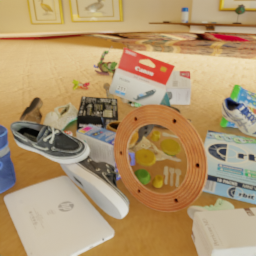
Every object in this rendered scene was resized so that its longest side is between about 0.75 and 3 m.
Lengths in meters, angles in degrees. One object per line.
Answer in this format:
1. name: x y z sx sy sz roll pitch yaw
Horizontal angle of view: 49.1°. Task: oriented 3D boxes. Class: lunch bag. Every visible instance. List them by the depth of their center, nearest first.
1. lunch bag: -4.361 0.679 7.226 2.899 1.918 1.970 15 29 31

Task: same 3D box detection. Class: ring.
1. ring: 0.671 0.704 6.509 2.528 2.528 0.243 19 20 35

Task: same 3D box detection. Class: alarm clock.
1. alarm clock: 0.299 0.093 9.508 1.639 1.106 0.546 -33 62 -20
2. alarm clock: 1.614 -0.402 11.181 1.862 0.620 1.256 13 27 30

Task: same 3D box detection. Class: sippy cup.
1. sippy cup: 4.574 -0.641 10.696 1.621 1.736 2.211 20 64 15

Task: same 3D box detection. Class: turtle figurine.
1. turtle figurine: -1.016 -4.312 18.544 2.302 1.657 2.232 -16 33 -24

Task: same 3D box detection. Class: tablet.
1. tablet: -1.696 1.989 6.485 1.727 0.181 2.654 -16 29 -31

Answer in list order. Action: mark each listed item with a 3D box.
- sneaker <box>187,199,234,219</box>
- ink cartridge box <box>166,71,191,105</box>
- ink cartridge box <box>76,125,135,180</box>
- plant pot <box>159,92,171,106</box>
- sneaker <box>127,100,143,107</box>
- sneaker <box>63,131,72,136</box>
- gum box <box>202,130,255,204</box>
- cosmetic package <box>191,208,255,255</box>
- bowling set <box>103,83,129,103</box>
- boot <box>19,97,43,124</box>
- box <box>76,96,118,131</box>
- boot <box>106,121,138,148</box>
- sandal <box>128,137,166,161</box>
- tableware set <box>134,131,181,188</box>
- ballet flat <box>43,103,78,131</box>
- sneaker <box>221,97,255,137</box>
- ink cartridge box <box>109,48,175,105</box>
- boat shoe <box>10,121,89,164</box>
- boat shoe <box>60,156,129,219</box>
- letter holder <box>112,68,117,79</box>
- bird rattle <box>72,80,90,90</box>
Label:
1. sneaker: 1.905 1.884 6.411 1.104 0.406 0.651 14 32 6
2. ink cartridge box: 1.858 -1.995 13.704 2.342 1.003 1.729 1 40 11
3. ink cartridge box: -0.615 0.712 8.051 1.728 1.179 0.660 19 36 35
4. plant pot: 1.366 -1.177 12.489 0.758 1.126 1.126 -17 19 21
5. sneaker: 0.437 -1.099 13.028 0.571 0.496 1.289 -33 33 -31
6. sneaker: -2.379 0.286 9.431 0.544 0.512 1.328 22 10 17
7. gum box: 3.240 1.044 7.973 2.289 0.600 2.694 11 27 17
8. cosmetic package: 2.373 2.153 5.451 2.013 0.745 1.023 -2 24 -7
9. bowling set: -0.784 -1.658 12.695 1.536 1.185 2.207 -14 -1 -2
10. boot: -3.445 -0.588 10.492 1.874 0.707 0.690 -26 40 52
11. box: -1.151 -0.478 10.788 1.495 0.786 1.825 3 29 -6
12. boot: -0.620 0.196 8.641 1.862 1.333 0.655 1 63 1
13. sandal: 0.389 0.565 9.078 1.824 0.600 0.669 10 26 20
14. tableware set: 0.831 0.860 8.014 1.333 0.304 1.979 12 45 0
15. ballet flat: -2.722 -0.328 10.727 0.900 0.900 2.507 7 24 14
16. sneaker: 3.726 -0.366 9.075 0.668 0.783 1.776 -41 48 -12
17. ink cartridge box: 0.502 -1.858 10.864 2.110 1.859 0.472 18 39 -6
18. boat shoe: -2.061 0.284 7.263 2.168 0.735 0.778 16 56 15
19. boat shoe: -0.741 1.244 7.088 0.921 0.972 2.781 -36 31 -24
20. letter holder: -0.099 -3.066 15.494 1.177 1.664 2.341 8 23 6
21. bird rattle: -2.688 -2.466 15.888 1.007 0.567 0.821 -4 9 -16
